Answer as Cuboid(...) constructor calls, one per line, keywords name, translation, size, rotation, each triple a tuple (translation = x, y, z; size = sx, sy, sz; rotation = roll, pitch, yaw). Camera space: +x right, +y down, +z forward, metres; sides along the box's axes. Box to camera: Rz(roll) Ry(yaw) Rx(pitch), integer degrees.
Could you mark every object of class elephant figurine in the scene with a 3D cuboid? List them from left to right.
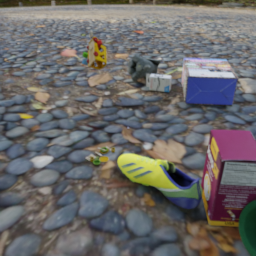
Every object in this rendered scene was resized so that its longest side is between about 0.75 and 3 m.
Cuboid(name="elephant figurine", translation=(1.163, -3.306, 15.465), size=(2.159, 1.528, 1.675), rotation=(-4, 56, -38))

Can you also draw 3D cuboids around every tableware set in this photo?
Cuboid(name="tableware set", translation=(-0.861, 0.890, 9.314), size=(1.019, 0.156, 0.686), rotation=(-26, 39, -38))

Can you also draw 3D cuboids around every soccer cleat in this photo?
Cuboid(name="soccer cleat", translation=(0.825, 1.208, 7.758), size=(2.775, 1.161, 0.897), rotation=(26, 39, 37))

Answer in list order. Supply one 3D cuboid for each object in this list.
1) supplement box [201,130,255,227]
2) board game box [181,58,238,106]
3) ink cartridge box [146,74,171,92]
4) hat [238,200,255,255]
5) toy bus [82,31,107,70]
Cuboid(name="supplement box", translation=(2.494, 1.238, 6.857), size=(1.045, 2.025, 1.325), rotation=(2, 29, 3))
Cuboid(name="board game box", translation=(3.807, -2.303, 13.595), size=(2.215, 1.345, 2.778), rotation=(4, 30, 6))
Cuboid(name="ink cartridge box", translation=(1.494, -2.280, 14.163), size=(1.298, 0.753, 0.440), rotation=(9, 31, 16))
Cuboid(name="hat", translation=(3.510, 2.397, 6.303), size=(1.420, 1.336, 1.614), rotation=(10, 53, -40))
Cuboid(name="toy bus", translation=(-1.142, -2.854, 10.586), size=(0.671, 1.298, 1.225), rotation=(11, 20, -33))
